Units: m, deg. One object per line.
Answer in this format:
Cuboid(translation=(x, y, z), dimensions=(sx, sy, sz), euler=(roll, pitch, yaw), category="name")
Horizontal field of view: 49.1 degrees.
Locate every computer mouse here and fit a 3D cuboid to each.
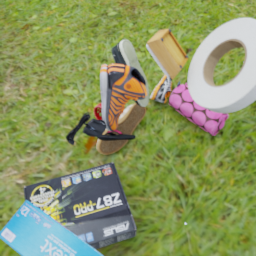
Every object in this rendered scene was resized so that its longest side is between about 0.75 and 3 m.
Cuboid(translation=(-0.809, 0.123, 5.752), dimensions=(0.246, 1.069, 0.751), euler=(43, 94, 20), category="computer mouse")

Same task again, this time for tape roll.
Cuboid(translation=(2.335, -1.428, 6.511), dimensions=(0.406, 2.222, 2.222), euler=(19, 41, -33), category="tape roll")

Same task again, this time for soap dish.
Cuboid(translation=(1.033, -1.914, 7.138), dimensions=(1.122, 0.456, 0.883), euler=(51, 44, -15), category="soap dish")

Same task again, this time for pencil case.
Cuboid(translation=(2.507, -0.706, 9.989), dimensions=(1.026, 0.994, 2.191), euler=(-39, 62, -16), category="pencil case")

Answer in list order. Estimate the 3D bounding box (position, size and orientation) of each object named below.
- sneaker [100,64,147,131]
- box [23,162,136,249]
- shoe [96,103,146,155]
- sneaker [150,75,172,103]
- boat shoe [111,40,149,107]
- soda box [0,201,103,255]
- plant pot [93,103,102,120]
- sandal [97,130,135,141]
Cuboid(translation=(-0.083, -0.592, 6.258), dimensions=(0.990, 1.767, 0.685), euler=(1, 46, 1), category="sneaker")
Cuboid(translation=(-1.360, 2.274, 7.677), dimensions=(2.668, 0.655, 2.151), euler=(-13, 54, -11), category="box")
Cuboid(translation=(-0.269, 0.036, 9.648), dimensions=(2.388, 0.835, 0.637), euler=(-46, 21, -27), category="shoe")
Cuboid(translation=(1.440, -1.539, 11.008), dimensions=(0.627, 0.635, 1.623), euler=(31, 58, 5), category="sneaker")
Cuboid(translation=(0.010, -1.322, 7.157), dimensions=(0.571, 1.723, 0.644), euler=(-9, 23, 39), category="boat shoe")
Cuboid(translation=(-1.179, 2.575, 5.517), dimensions=(2.669, 0.905, 0.856), euler=(29, 67, 19), category="soda box")
Cuboid(translation=(-0.732, -0.595, 10.054), dimensions=(0.788, 0.788, 0.718), euler=(30, 47, 23), category="plant pot")
Cuboid(translation=(-0.310, 0.178, 7.021), dimensions=(1.042, 0.391, 0.235), euler=(0, 77, -28), category="sandal")
